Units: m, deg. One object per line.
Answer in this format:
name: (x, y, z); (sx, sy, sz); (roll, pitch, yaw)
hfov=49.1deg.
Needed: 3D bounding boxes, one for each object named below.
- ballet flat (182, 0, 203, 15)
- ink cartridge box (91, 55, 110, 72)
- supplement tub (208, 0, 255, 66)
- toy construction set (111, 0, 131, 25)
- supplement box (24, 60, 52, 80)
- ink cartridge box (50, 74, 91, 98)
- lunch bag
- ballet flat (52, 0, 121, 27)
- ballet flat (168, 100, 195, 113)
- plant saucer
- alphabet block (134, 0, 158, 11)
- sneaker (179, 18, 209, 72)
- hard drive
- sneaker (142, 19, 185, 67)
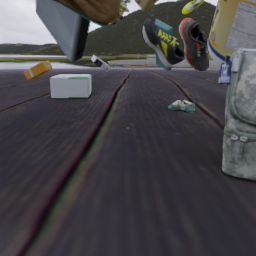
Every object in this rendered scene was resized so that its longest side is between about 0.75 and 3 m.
ballet flat: (2.125, -4.015, 9.156); (0.783, 0.262, 0.263); (-33, 13, 8)
ink cartridge box: (-0.932, -2.176, 9.361); (0.552, 0.216, 1.165); (32, 12, -21)
supplement tub: (2.598, -2.402, 5.535); (1.651, 2.286, 1.651); (-1, 53, 1)
toy construction set: (-0.312, -3.238, 7.760); (0.430, 0.612, 0.934); (9, -21, -30)
supplement box: (-3.293, -2.109, 10.243); (1.087, 0.374, 0.362); (-18, 12, 32)
ink cartridge box: (-2.743, -2.110, 13.885); (1.737, 0.984, 2.369); (-1, 15, -3)
lunch bag: (2.757, -0.235, 4.496); (2.445, 2.050, 1.703); (8, 17, 28)
ballet flat: (-1.106, -2.254, 4.126); (2.315, 0.837, 0.785); (13, 50, -25)
ballet flat: (1.944, -0.823, 10.155); (1.119, 0.415, 0.415); (12, 19, 40)
plant saucer: (1.311, -3.027, 10.555); (0.204, 2.152, 0.752); (-42, 63, -18)
alphabet block: (0.485, -3.313, 5.950); (0.984, 0.979, 1.003); (-42, 7, -9)
sneaker: (2.427, -2.794, 9.764); (0.788, 2.046, 0.838); (-38, 31, -6)
hard drive: (-1.522, -3.113, 6.539); (0.448, 1.901, 2.724); (-31, -11, -27)
sneaker: (1.240, -2.900, 9.355); (0.828, 0.728, 1.956); (-6, -36, 41)
